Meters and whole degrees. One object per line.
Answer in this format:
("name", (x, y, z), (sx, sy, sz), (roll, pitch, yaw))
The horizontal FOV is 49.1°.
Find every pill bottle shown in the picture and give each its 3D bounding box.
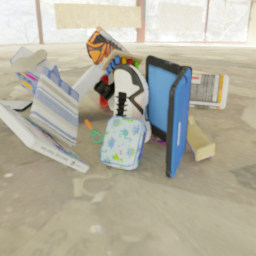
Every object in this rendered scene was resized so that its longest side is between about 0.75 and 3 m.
("pill bottle", (3.292, -1.809, 13.518), (2.815, 1.638, 1.638), (7, 23, 16))

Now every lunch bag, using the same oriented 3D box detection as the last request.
("lunch bag", (-0.114, 0.447, 8.157), (1.192, 1.483, 0.611), (7, -16, 19))

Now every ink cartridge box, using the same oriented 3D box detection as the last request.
("ink cartridge box", (-3.251, -1.774, 10.348), (1.477, 2.165, 0.826), (30, 71, 7))
("ink cartridge box", (-2.206, -1.535, 12.002), (2.715, 0.551, 2.709), (-49, 15, -11))

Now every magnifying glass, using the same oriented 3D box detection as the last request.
("magnifying glass", (-1.201, 0.117, 9.651), (0.369, 0.928, 0.104), (-29, 15, 14))

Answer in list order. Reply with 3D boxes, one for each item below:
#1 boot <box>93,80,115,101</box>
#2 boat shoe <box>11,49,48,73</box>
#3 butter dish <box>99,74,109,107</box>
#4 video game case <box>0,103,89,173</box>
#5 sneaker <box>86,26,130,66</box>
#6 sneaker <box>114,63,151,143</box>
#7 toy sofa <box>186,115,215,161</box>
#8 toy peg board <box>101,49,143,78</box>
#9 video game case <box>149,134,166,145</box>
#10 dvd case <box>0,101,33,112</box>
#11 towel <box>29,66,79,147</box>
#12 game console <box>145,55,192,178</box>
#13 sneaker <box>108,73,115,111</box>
("boot", (-0.771, -1.607, 10.584), (0.388, 0.772, 1.032), (18, 69, 50))
("boat shoe", (-3.153, -2.069, 8.959), (1.301, 0.473, 0.408), (-40, 6, -30))
("butter dish", (-0.166, -1.683, 13.122), (2.109, 2.103, 1.559), (-30, 61, -25))
("video game case", (-2.444, 0.252, 7.780), (2.411, 0.286, 2.195), (33, -5, 37))
("sneaker", (-0.782, -2.846, 10.825), (2.181, 1.222, 0.846), (29, 18, -42))
("sneaker", (0.022, -0.598, 8.934), (1.054, 2.860, 1.144), (8, 29, 41))
("toy sofa", (2.082, 0.360, 8.854), (0.626, 0.738, 1.512), (-18, 45, -8))
("toy peg board", (-0.202, -1.985, 9.468), (1.098, 0.540, 1.103), (9, -27, -26))
("video game case", (0.848, -0.259, 9.737), (0.290, 1.470, 1.622), (-26, 31, -34))
("dvd case", (-5.711, -1.059, 13.621), (1.779, 0.156, 1.270), (2, 22, 4))
("towel", (-2.201, -0.692, 8.719), (0.278, 1.713, 2.333), (-28, 43, 24))
("game console", (0.870, -0.391, 7.991), (1.618, 2.735, 2.334), (10, 33, 21))
("sneaker", (-0.291, -1.891, 11.708), (0.990, 2.494, 0.978), (6, -17, -29))
